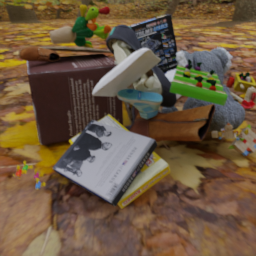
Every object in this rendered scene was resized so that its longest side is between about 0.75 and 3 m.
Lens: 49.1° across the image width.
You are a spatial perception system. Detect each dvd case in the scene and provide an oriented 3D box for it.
[{"bbox_3d":[-0.664,0.744,7.087,2.381,0.294,1.789,17,62,42],"label":"dvd case"}]

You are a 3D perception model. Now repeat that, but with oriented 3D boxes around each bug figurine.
[{"bbox_3d":[-2.460,1.200,7.022,0.832,0.214,0.645,41,14,-21],"label":"bug figurine"}]

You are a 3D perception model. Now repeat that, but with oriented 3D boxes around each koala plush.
[{"bbox_3d":[2.472,-1.241,8.969,2.338,2.636,2.423,-9,7,-24],"label":"koala plush"}]

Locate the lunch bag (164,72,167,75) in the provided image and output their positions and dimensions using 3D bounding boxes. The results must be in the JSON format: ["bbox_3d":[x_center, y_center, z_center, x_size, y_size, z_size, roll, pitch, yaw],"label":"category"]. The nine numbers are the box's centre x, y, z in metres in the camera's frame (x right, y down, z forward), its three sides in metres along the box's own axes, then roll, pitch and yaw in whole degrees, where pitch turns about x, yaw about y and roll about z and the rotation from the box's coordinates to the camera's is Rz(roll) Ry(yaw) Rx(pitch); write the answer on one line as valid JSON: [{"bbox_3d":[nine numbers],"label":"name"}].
[{"bbox_3d":[0.420,-2.431,11.379,1.809,1.538,1.153,-35,22,19],"label":"lunch bag"}]

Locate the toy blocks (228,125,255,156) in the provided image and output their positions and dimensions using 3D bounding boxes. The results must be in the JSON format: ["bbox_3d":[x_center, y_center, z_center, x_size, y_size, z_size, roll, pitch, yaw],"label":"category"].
[{"bbox_3d":[3.565,0.482,8.390,0.662,0.484,0.968,43,74,2],"label":"toy blocks"}]

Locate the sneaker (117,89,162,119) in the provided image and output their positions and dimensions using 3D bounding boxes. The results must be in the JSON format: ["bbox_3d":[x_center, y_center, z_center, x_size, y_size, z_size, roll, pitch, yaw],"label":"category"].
[{"bbox_3d":[0.294,-0.631,8.093,1.292,0.843,0.514,11,45,6],"label":"sneaker"}]

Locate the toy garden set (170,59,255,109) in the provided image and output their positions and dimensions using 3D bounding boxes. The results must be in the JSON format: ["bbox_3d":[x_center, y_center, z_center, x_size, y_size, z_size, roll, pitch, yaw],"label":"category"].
[{"bbox_3d":[2.132,-1.095,6.547,2.107,0.504,2.527,15,23,6],"label":"toy garden set"}]

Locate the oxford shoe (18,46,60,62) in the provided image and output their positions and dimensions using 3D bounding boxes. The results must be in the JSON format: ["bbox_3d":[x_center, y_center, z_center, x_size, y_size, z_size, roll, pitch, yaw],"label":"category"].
[{"bbox_3d":[-2.667,-2.230,8.531,0.467,0.467,1.310,27,28,36],"label":"oxford shoe"}]

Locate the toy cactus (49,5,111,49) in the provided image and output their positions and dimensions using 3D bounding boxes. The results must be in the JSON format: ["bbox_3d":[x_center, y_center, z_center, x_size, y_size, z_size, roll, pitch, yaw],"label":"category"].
[{"bbox_3d":[-1.782,-3.645,10.368,2.209,1.369,2.678,-16,4,-17],"label":"toy cactus"}]

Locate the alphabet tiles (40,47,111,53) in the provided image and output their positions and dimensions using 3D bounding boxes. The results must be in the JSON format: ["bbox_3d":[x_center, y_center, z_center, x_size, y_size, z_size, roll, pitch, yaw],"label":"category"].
[{"bbox_3d":[-1.754,-2.738,9.865,2.081,0.079,2.500,11,16,33],"label":"alphabet tiles"}]

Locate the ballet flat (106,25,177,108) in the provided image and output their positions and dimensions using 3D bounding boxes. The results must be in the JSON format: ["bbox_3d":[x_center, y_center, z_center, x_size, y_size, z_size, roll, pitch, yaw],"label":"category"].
[{"bbox_3d":[0.340,-1.625,8.274,1.077,2.949,1.077,-34,13,9],"label":"ballet flat"}]

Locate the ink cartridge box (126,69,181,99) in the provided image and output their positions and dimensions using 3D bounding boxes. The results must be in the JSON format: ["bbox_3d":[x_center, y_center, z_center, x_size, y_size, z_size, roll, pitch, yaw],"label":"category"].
[{"bbox_3d":[1.330,-2.307,13.345,2.756,1.155,2.419,16,36,28],"label":"ink cartridge box"}]

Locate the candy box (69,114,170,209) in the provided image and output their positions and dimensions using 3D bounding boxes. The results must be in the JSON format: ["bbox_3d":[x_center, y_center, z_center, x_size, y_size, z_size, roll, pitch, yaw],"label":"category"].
[{"bbox_3d":[-0.381,0.724,7.611,1.521,0.393,2.976,-32,41,-16],"label":"candy box"}]

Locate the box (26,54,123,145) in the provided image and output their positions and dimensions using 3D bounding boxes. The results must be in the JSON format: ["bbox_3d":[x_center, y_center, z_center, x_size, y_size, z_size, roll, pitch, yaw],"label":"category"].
[{"bbox_3d":[-1.825,-1.131,9.628,2.838,2.355,2.331,-8,27,-17],"label":"box"}]

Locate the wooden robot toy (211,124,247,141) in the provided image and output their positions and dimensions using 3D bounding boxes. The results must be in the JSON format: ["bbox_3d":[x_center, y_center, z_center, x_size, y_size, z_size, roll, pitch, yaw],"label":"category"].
[{"bbox_3d":[2.655,0.058,7.414,0.919,0.417,0.405,3,26,44],"label":"wooden robot toy"}]

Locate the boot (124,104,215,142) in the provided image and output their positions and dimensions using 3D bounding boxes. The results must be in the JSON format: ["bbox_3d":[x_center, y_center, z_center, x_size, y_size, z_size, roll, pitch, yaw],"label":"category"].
[{"bbox_3d":[1.234,-0.440,8.539,2.762,0.946,2.600,-13,26,37],"label":"boot"}]

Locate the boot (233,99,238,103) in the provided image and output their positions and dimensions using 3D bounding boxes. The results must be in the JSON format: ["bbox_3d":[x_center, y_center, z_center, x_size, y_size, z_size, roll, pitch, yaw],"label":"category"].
[{"bbox_3d":[3.658,-1.168,11.984,1.386,0.523,1.582,-12,28,-23],"label":"boot"}]

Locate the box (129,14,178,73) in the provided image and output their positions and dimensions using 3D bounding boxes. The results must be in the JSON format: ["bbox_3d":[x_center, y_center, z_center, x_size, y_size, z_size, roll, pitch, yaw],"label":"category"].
[{"bbox_3d":[0.699,-2.545,9.073,1.761,1.748,0.437,-21,25,-7],"label":"box"}]

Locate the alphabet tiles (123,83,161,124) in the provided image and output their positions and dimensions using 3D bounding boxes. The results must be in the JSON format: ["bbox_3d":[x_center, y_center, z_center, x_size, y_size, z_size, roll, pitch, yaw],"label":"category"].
[{"bbox_3d":[0.608,-1.070,10.302,0.072,1.895,2.277,-4,20,41],"label":"alphabet tiles"}]

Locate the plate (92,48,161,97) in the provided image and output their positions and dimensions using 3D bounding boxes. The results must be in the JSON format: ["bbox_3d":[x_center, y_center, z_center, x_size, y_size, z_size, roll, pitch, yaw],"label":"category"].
[{"bbox_3d":[-0.031,-1.403,7.162,1.711,0.276,1.707,-36,-6,16],"label":"plate"}]
